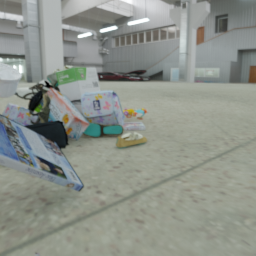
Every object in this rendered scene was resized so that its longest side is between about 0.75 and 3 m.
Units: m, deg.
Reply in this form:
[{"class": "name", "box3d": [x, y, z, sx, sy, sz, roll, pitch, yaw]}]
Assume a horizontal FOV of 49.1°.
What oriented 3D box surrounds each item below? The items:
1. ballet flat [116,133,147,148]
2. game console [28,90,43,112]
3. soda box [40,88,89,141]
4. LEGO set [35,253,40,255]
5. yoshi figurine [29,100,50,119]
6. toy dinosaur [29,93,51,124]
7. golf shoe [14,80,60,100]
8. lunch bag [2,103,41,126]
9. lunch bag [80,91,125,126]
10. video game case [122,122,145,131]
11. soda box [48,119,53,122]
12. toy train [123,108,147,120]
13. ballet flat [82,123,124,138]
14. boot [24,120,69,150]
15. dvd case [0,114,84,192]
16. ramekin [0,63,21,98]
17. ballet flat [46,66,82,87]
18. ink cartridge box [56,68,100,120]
[{"class": "ballet flat", "box3d": [0.178, 0.399, 10.212, 1.453, 0.458, 0.499, -12, 24, -42]}, {"class": "game console", "box3d": [-4.144, -1.149, 12.439, 0.271, 1.326, 2.248, 36, -27, -12]}, {"class": "soda box", "box3d": [-2.609, -0.596, 11.292, 0.817, 0.879, 2.570, 29, 12, -47]}, {"class": "LEGO set", "box3d": [-0.753, 1.867, 2.882, 1.034, 0.779, 1.344, 0, 12, 2]}, {"class": "yoshi figurine", "box3d": [-4.219, -1.123, 14.287, 1.296, 1.291, 2.305, -43, 36, -18]}, {"class": "toy dinosaur", "box3d": [-3.185, -0.392, 10.200, 0.750, 1.701, 0.404, -1, 22, -16]}, {"class": "golf shoe", "box3d": [-4.593, -1.976, 14.329, 2.430, 1.148, 0.945, 5, 27, -9]}, {"class": "lunch bag", "box3d": [-4.011, -0.337, 10.778, 1.053, 0.790, 1.242, 15, -11, 39]}, {"class": "lunch bag", "box3d": [-1.095, -0.739, 11.810, 1.475, 1.740, 1.106, -3, 38, 16]}, {"class": "video game case", "box3d": [0.144, -0.087, 13.189, 1.188, 0.150, 1.304, -1, 13, -4]}, {"class": "soda box", "box3d": [-3.361, 0.006, 11.773, 0.529, 0.500, 1.560, -14, 17, -15]}, {"class": "toy train", "box3d": [0.018, -0.556, 14.238, 1.887, 0.525, 1.417, 1, 23, 28]}, {"class": "ballet flat", "box3d": [-1.076, 0.125, 11.474, 1.811, 0.614, 0.682, 1, -9, -5]}, {"class": "boot", "box3d": [-3.419, 0.233, 9.607, 2.280, 1.036, 2.713, -9, 20, -27]}, {"class": "dvd case", "box3d": [-2.082, 0.424, 5.803, 1.723, 0.212, 2.415, 45, 5, 40]}, {"class": "ramekin", "box3d": [-5.668, -2.066, 11.983, 1.955, 0.953, 1.955, 18, 25, -9]}, {"class": "ballet flat", "box3d": [-3.195, -2.820, 14.340, 0.766, 0.811, 2.405, 44, 40, 2]}, {"class": "ink cartridge box", "box3d": [-2.142, -1.417, 13.179, 1.127, 2.674, 1.953, -8, 7, 24]}]
